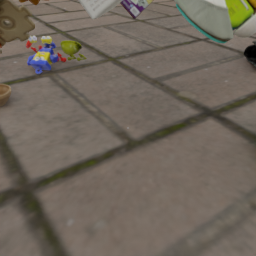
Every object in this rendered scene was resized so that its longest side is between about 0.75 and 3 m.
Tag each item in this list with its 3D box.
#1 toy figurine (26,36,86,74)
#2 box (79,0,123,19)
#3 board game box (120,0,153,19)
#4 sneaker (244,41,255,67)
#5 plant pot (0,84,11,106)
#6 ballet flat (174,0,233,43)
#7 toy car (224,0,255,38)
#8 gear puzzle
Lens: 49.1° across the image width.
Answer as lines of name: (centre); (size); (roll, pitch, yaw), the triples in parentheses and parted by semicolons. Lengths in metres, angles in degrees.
toy figurine: (-2.874, -2.456, 10.379); (2.293, 1.210, 1.374); (9, 63, 17)
box: (-0.116, -3.237, 5.269); (1.864, 1.225, 1.874); (-28, 21, 26)
board game box: (-0.108, -4.618, 8.176); (1.436, 2.393, 0.386); (-42, 14, 10)
sneaker: (5.288, -3.108, 11.041); (1.524, 0.877, 2.921); (4, 37, -2)
plant pot: (-3.850, -0.895, 8.139); (0.922, 0.425, 0.922); (1, 33, 0)
ballet flat: (0.700, -1.513, 3.044); (0.505, 0.477, 1.497); (-5, 49, -31)
toy car: (3.128, -3.501, 8.062); (1.948, 1.705, 1.461); (-43, 6, -16)
gear puzzle: (-2.390, -1.708, 4.500); (2.922, 1.513, 0.383); (-19, 60, 18)
